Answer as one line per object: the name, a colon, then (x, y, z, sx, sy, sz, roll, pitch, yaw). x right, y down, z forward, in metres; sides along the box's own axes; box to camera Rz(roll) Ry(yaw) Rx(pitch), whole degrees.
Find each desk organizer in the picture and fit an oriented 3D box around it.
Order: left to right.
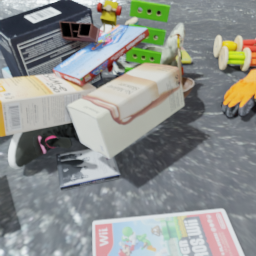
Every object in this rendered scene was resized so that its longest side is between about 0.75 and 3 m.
desk organizer: (-1.304, -2.505, 7.324, 1.058, 0.379, 0.407, 13, 2, 24)

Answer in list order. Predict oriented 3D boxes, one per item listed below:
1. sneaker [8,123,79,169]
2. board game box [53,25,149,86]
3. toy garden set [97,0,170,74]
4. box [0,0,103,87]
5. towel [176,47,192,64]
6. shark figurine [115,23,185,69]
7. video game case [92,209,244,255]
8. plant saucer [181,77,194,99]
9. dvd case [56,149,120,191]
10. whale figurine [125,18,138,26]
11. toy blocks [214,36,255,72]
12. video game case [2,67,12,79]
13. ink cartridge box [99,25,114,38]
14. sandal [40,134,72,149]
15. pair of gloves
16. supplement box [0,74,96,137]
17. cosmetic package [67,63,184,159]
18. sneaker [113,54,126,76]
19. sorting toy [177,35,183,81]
sneaker: (-1.847, 0.096, 7.667, 1.472, 1.050, 2.969, 12, 38, 19)
board game box: (-0.694, -1.998, 7.407, 1.261, 0.238, 2.449, 26, 59, 41)
toy garden set: (0.077, -2.939, 9.506, 2.277, 2.732, 0.545, 11, 39, 5)
box: (-2.398, -2.260, 8.807, 2.607, 2.586, 1.606, -32, 49, -25)
towel: (1.662, -3.115, 12.249, 2.070, 0.236, 1.487, -6, 40, -6)
shark figurine: (0.834, -2.687, 10.749, 3.078, 1.839, 1.285, -14, 30, 19)
video game case: (0.785, 2.578, 5.288, 2.874, 0.251, 2.055, -4, 40, -5)
plant saucer: (0.845, -1.146, 9.185, 2.614, 0.450, 2.614, -8, 22, 3)
dvd case: (-1.062, 0.995, 7.269, 1.495, 0.185, 1.124, -10, 40, -12)
whale figurine: (0.219, -5.765, 15.422, 0.761, 0.395, 0.606, -4, 50, 33)
toy blocks: (5.090, -3.117, 11.682, 2.590, 0.940, 2.158, 2, 39, 2)
video game case: (-3.557, -2.158, 10.908, 1.763, 0.442, 1.945, 30, 48, 33)
ink cartridge box: (-0.540, -4.153, 13.101, 1.753, 0.731, 1.273, 13, 41, 16)
sandal: (-1.726, 0.328, 6.528, 0.894, 0.336, 0.201, 3, 14, 25)
pair of gloves: (4.589, -1.064, 8.769, 2.989, 0.370, 2.663, 18, 54, 46)
supplement box: (-2.197, -0.704, 7.047, 2.393, 0.880, 1.508, -14, 33, -32)
cosmetic package: (0.016, -0.531, 6.712, 2.528, 1.103, 1.307, -35, 36, -28)
sneaker: (-0.345, -2.650, 11.307, 0.630, 0.697, 1.636, -7, 41, -8)
sorting toy: (1.748, -2.347, 9.373, 0.179, 1.337, 0.996, -2, 36, 11)
